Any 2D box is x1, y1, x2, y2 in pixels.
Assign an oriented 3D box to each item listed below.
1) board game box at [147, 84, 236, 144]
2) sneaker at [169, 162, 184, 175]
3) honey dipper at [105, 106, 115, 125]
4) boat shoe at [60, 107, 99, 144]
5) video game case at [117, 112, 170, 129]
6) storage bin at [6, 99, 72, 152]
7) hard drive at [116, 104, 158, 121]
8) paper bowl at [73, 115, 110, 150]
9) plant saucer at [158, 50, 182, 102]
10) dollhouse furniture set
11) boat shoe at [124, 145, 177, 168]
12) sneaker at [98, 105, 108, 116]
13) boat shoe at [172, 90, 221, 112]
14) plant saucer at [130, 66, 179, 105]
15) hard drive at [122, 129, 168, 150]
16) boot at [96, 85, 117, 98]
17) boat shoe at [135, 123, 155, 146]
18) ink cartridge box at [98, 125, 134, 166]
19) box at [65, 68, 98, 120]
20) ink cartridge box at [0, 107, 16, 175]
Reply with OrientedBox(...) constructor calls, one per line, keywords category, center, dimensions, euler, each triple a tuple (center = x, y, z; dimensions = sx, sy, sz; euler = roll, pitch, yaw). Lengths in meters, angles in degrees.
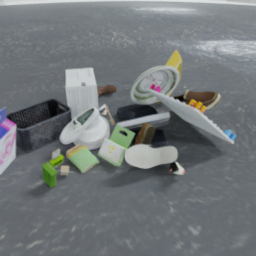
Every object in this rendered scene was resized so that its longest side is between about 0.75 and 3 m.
OrientedBox(category="board game box", center=(2.553, -0.615, 11.337), dimensions=(2.977, 0.385, 2.977), euler=(32, 2, -39))
OrientedBox(category="sneaker", center=(1.750, 1.433, 9.718), dimensions=(0.496, 0.374, 1.062), euler=(18, -7, -1))
OrientedBox(category="honey dipper", center=(-0.819, -0.555, 12.465), dimensions=(0.172, 0.906, 0.172), euler=(-18, 22, 8))
OrientedBox(category="boat shoe", center=(-1.959, -0.163, 10.822), dimensions=(1.879, 0.628, 0.691), euler=(-45, 71, -8))
OrientedBox(category="video game case", center=(0.683, -0.264, 11.666), dimensions=(2.068, 0.228, 1.882), euler=(-12, -4, 6))
OrientedBox(category="storage bin", center=(-3.770, -0.171, 12.050), dimensions=(2.434, 1.141, 1.645), euler=(-27, 41, -36))
OrientedBox(category="hard drive", center=(0.369, -0.759, 13.018), dimensions=(1.407, 0.442, 2.086), euler=(-14, 15, -20))
OrientedBox(category="paper bowl", center=(-1.604, 0.037, 11.687), dimensions=(1.641, 0.853, 1.641), euler=(-1, 46, 1))
OrientedBox(category="plant saucer", center=(2.166, -2.518, 14.277), dimensions=(0.505, 2.084, 2.084), euler=(26, 70, 21))
OrientedBox(category="dollhouse furniture set", center=(-2.062, 1.172, 10.030), dimensions=(1.070, 0.827, 2.141), euler=(39, 48, 22))
OrientedBox(category="boat shoe", center=(0.747, 0.996, 10.225), dimensions=(2.264, 0.836, 0.683), euler=(-4, -3, -32))
OrientedBox(category="sneaker", center=(-1.230, -0.846, 13.759), dimensions=(0.423, 0.429, 1.080), euler=(-33, 9, 8))
OrientedBox(category="boat shoe", center=(2.929, -1.259, 12.847), dimensions=(2.623, 0.970, 0.969), euler=(-13, 42, 54))
OrientedBox(category="plant saucer", center=(1.065, -1.938, 12.120), dimensions=(2.316, 2.316, 0.581), euler=(-14, 59, -20))
OrientedBox(category="hard drive", center=(0.679, 0.477, 11.727), dimensions=(1.834, 0.388, 1.237), euler=(-3, 33, -4))
OrientedBox(category="boot", center=(-1.531, -1.779, 15.080), dimensions=(1.491, 0.514, 1.600), euler=(-2, 28, 21))
OrientedBox(category="boat shoe", center=(0.556, 0.536, 10.847), dimensions=(0.541, 1.504, 0.511), euler=(20, 11, -36))
OrientedBox(category="ink cartridge box", center=(-0.455, 0.622, 10.482), dimensions=(0.985, 1.353, 0.324), euler=(26, 4, 34))
OrientedBox(category="box", center=(-2.175, -1.481, 13.202), dimensions=(1.342, 2.053, 2.043), euler=(-6, 34, -9))
OrientedBox(category="ink cartridge box", center=(-4.569, 0.821, 9.449), dimensions=(0.498, 2.301, 2.259), euler=(19, 36, 2))
